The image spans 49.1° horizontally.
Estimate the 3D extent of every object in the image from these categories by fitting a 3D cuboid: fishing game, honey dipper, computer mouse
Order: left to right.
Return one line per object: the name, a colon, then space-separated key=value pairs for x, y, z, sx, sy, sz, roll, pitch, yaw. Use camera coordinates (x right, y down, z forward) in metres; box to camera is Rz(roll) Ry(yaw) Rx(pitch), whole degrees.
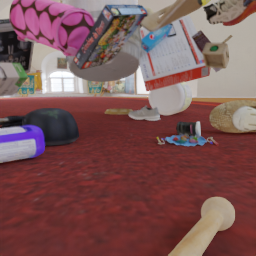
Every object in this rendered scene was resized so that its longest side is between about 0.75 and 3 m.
computer mouse: x=-2.173 y=-0.157 z=7.206 sx=2.007 sy=0.764 sz=2.899 roll=-3 pitch=8 yaw=-27
honey dipper: x=0.209 y=0.842 z=1.484 sx=0.479 sy=0.479 sz=2.521 roll=5 pitch=5 yaw=32
fishing game: x=1.341 y=0.238 z=6.467 sx=1.344 sy=0.209 sz=0.962 roll=1 pitch=11 yaw=4

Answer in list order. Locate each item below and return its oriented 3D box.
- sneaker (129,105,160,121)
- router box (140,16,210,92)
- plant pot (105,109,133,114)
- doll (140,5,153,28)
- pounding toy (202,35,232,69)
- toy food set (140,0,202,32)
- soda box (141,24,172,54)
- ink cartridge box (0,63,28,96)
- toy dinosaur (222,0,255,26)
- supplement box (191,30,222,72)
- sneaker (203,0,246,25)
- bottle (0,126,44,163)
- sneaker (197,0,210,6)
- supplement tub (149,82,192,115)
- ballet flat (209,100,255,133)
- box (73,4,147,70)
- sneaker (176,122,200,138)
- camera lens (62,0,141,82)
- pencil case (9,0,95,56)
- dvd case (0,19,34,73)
sneaker: x=0.659 y=-0.621 z=11.233 sx=1.405 sy=0.576 sz=0.525 roll=5 pitch=10 yaw=34
router box: x=1.699 y=-3.177 z=11.750 sx=2.639 sy=2.940 sz=0.718 roll=-13 pitch=-30 yaw=5
plant pot: x=-0.438 y=-0.858 z=14.327 sx=1.510 sy=0.207 sz=1.510 roll=-1 pitch=8 yaw=0
doll: x=-0.047 y=-3.636 z=10.407 sx=2.946 sy=0.714 sz=2.010 roll=-49 pitch=4 yaw=-26
pounding toy: x=2.565 y=-2.169 z=7.968 sx=0.714 sy=0.552 sz=0.776 roll=13 pitch=-25 yaw=32
toy food set: x=1.583 y=-3.525 z=6.897 sx=1.898 sy=0.799 sz=2.645 roll=-35 pitch=4 yaw=-28
soda box: x=1.111 y=-3.674 z=11.249 sx=1.414 sy=0.480 sz=0.454 roll=-45 pitch=-9 yaw=-16
ink cartridge box: x=-3.168 y=-1.152 z=6.726 sx=0.834 sy=0.480 sz=1.143 roll=-34 pitch=-9 yaw=30
toy dinosaur: x=3.064 y=-2.678 z=5.947 sx=0.853 sy=1.624 sz=1.473 roll=37 pitch=13 yaw=-11
supplement box: x=2.756 y=-2.628 z=9.599 sx=0.411 sy=1.350 sz=0.735 roll=-35 pitch=-31 yaw=16
sneaker: x=2.828 y=-3.387 z=7.720 sx=1.213 sy=0.795 sz=2.108 roll=-20 pitch=-4 yaw=-3
bottle: x=-2.259 y=0.317 z=4.468 sx=0.728 sy=0.569 sz=1.743 roll=-2 pitch=5 yaw=44
sneaker: x=1.978 y=-2.822 z=5.409 sx=1.410 sy=0.637 sz=0.551 roll=-42 pitch=17 yaw=7
supplement tub: x=2.171 y=-1.560 z=13.810 sx=1.718 sy=1.718 sz=2.370 roll=3 pitch=9 yaw=24
ballet flat: x=3.624 y=-0.287 z=7.623 sx=2.677 sy=0.944 sz=0.874 roll=-2 pitch=8 yaw=-4
box: x=-0.377 y=-1.757 z=5.475 sx=0.966 sy=0.267 sz=1.415 roll=-27 pitch=-12 yaw=-46
sneaker: x=1.538 y=0.047 z=7.173 sx=0.591 sy=0.422 sz=1.192 roll=-1 pitch=2 yaw=9
camera lens: x=-0.761 y=-2.968 z=8.060 sx=2.176 sy=2.720 sz=2.176 roll=-4 pitch=-13 yaw=-1
pencil case: x=-1.727 y=-2.230 z=6.166 sx=2.224 sy=1.042 sz=1.009 roll=28 pitch=6 yaw=39
dvd case: x=-3.942 y=-2.557 z=9.224 sx=1.669 sy=2.220 sz=0.275 roll=-25 pitch=65 yaw=-39
